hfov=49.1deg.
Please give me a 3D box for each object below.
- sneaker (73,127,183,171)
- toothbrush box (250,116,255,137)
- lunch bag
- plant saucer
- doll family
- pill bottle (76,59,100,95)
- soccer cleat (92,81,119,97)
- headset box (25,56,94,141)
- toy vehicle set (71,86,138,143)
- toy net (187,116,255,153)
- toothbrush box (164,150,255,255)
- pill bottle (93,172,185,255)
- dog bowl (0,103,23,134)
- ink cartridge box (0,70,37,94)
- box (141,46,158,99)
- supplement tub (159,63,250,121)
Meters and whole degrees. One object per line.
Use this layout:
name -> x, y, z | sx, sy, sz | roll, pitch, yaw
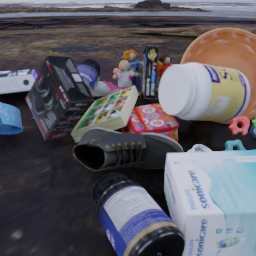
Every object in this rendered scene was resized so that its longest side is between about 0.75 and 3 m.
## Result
sneaker -> 0.031, 0.574, 5.644 | 2.189, 0.819, 1.163 | 7, 14, 5
toothbrush box -> 4.373, -0.832, 6.440 | 2.051, 2.802, 1.195 | -6, 34, -15
lunch bag -> 0.499, -0.060, 7.513 | 1.407, 0.654, 1.597 | -9, 28, -8
plant saucer -> 2.992, -1.542, 8.481 | 2.923, 2.923, 0.547 | 1, -6, 2
doll family -> 0.434, -2.043, 10.263 | 2.620, 1.626, 1.181 | -14, 21, -25
pill bottle -> -1.466, -1.603, 9.334 | 0.891, 0.891, 1.594 | 6, 43, 11
soccer cleat -> -1.167, -1.362, 10.211 | 1.957, 0.684, 0.845 | 21, 75, 8
headset box -> -1.774, -0.649, 6.903 | 0.697, 1.804, 1.342 | -12, 66, -46
toy vehicle set -> -0.573, -0.464, 7.975 | 1.457, 0.311, 2.345 | -19, 21, 18
toy net -> 2.073, 0.429, 5.657 | 2.458, 1.289, 0.475 | -12, -13, -9
toothbrush box -> 1.816, 1.161, 4.626 | 2.216, 0.945, 1.623 | -2, 26, -3
pill bottle -> 0.058, 1.369, 4.215 | 0.884, 0.884, 1.581 | -13, 30, -24
dog bowl -> -3.675, -0.323, 6.795 | 2.234, 0.554, 1.245 | 15, -21, -43
ink cartridge box -> -4.178, -1.767, 10.455 | 2.941, 0.638, 2.914 | -7, 17, -16
box -> 0.718, -1.847, 9.526 | 0.386, 1.680, 1.335 | 3, 8, -2
supplement tub -> 1.969, -0.912, 7.334 | 2.010, 1.461, 1.461 | 1, 23, -29
